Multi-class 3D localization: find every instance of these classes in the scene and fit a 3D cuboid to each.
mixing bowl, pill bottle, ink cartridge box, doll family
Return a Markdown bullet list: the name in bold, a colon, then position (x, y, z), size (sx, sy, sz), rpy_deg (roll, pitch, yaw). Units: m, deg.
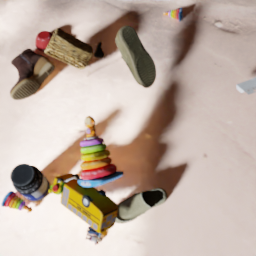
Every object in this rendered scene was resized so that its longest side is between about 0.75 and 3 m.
- **mixing bowl**: position (-3.649, -3.891, 12.303), size (0.995, 0.539, 0.995), rpy_deg (0, 62, 0)
- **pill bottle**: position (-3.067, 1.709, 8.793), size (0.906, 1.620, 0.906), rpy_deg (0, 63, 0)
- **ink cartridge box**: position (4.554, -1.458, 10.238), size (0.821, 0.288, 1.011), rpy_deg (-21, 34, 6)
- **doll family**: position (-0.945, 3.118, 8.727), size (0.620, 0.450, 0.999), rpy_deg (10, 63, 5)

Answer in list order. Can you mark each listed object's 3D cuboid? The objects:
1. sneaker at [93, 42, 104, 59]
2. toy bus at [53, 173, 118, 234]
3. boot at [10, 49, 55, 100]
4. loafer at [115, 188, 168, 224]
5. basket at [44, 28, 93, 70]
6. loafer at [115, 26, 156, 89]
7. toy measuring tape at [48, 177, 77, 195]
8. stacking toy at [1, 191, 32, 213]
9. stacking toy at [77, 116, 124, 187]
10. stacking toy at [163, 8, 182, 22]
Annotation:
- **sneaker**: position (-1.188, -3.360, 12.194), size (0.414, 0.291, 0.779), rpy_deg (16, 73, 3)
- **toy bus**: position (-1.379, 2.217, 8.646), size (2.268, 0.888, 0.738), rpy_deg (22, 19, 35)
- **boot**: position (-4.259, -2.222, 11.461), size (1.859, 0.809, 2.235), rpy_deg (33, 68, 29)
- **loafer**: position (0.372, 2.400, 8.971), size (1.973, 0.673, 0.746), rpy_deg (-25, 65, -12)
- **basket**: position (-2.320, -2.865, 10.924), size (1.633, 1.216, 1.165), rpy_deg (24, 28, -28)
- **loafer**: position (0.280, -2.575, 10.331), size (0.901, 0.799, 2.368), rpy_deg (-31, 110, -19)
- **toy measuring tape**: position (-1.634, 1.489, 7.022), size (0.813, 0.299, 0.299), rpy_deg (-23, 64, 9)
- **stacking toy**: position (-3.537, 2.482, 9.089), size (0.967, 0.531, 0.561), rpy_deg (25, 71, 1)
- **stacking toy**: position (-1.026, 0.660, 8.522), size (1.148, 1.214, 2.093), rpy_deg (-12, 92, -44)
- **stacking toy**: position (2.081, -5.349, 13.153), size (0.900, 0.494, 0.522), rpy_deg (12, 66, 19)
